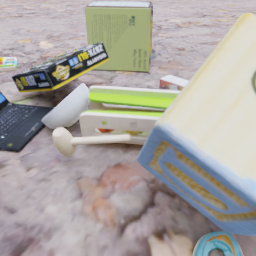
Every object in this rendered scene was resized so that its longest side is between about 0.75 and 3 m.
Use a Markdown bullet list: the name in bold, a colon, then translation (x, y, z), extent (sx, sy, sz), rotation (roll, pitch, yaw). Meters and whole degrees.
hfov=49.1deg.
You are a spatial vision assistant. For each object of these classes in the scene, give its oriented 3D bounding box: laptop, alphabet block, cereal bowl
- **laptop**: translation (-3.720, -0.676, 7.806), extent (2.666, 1.377, 2.363), rotation (7, 32, 11)
- **alphabet block**: translation (1.697, 0.106, 4.401), extent (2.180, 2.192, 2.232), rotation (39, 73, 6)
- **cereal bowl**: translation (-1.618, -0.501, 7.802), extent (1.563, 0.651, 1.563), rotation (-38, 13, 11)

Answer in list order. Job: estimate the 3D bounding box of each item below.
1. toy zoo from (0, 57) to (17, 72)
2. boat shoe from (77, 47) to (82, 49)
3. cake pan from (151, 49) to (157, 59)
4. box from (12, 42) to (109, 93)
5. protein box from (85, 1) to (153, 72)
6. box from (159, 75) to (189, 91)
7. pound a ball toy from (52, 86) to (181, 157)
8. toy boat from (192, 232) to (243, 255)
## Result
- **toy zoo**: translation (-5.633, -2.906, 12.682), extent (1.094, 0.171, 1.668), rotation (-10, 32, -15)
- **boat shoe**: translation (-2.143, -3.478, 13.159), extent (0.668, 0.657, 1.883), rotation (9, 32, 14)
- **cake pan**: translation (0.811, -3.711, 13.957), extent (1.334, 0.245, 1.334), rotation (0, 31, 0)
- **box**: translation (-2.268, -1.925, 9.115), extent (2.187, 0.676, 2.739), rotation (-36, 26, -33)
- **protein box**: translation (-0.293, -3.980, 12.093), extent (2.600, 2.581, 1.754), rotation (4, 32, 6)
- **box**: translation (1.573, -1.223, 9.304), extent (0.995, 0.758, 0.529), rotation (26, 40, 36)
- **pound a ball toy**: translation (-0.091, 0.063, 6.858), extent (2.950, 1.253, 1.923), rotation (4, 45, 5)
- **toy boat**: translation (1.584, 1.987, 4.158), extent (1.196, 0.556, 1.005), rotation (15, 34, 24)
